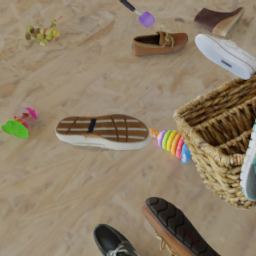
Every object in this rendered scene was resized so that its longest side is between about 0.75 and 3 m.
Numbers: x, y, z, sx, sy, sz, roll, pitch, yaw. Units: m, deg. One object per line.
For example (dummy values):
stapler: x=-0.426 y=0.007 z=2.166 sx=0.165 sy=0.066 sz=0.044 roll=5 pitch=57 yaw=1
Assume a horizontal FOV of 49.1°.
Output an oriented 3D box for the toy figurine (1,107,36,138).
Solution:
toy figurine: x=-3.186 y=-0.235 z=8.444 sx=0.955 sy=0.717 sz=0.879 roll=-2 pitch=41 yaw=27

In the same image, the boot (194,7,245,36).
boot: x=3.534 y=-4.346 z=10.769 sx=1.424 sy=0.619 sz=1.712 roll=36 pitch=69 yaw=17

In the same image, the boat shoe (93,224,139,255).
boat shoe: x=-0.119 y=2.924 z=6.448 sx=0.681 sy=0.642 sz=1.897 roll=-38 pitch=65 yaw=-19

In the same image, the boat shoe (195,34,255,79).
boat shoe: x=1.982 y=-1.515 z=5.620 sx=1.352 sy=0.497 sz=0.442 roll=41 pitch=82 yaw=11

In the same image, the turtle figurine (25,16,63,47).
turtle figurine: x=-3.052 y=-3.539 z=10.358 sx=1.299 sy=0.519 sz=1.610 roll=6 pitch=63 yaw=12

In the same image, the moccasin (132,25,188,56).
moccasin: x=1.135 y=-3.110 z=9.936 sx=2.042 sy=0.788 sz=0.747 roll=-5 pitch=59 yaw=-3

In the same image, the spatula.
spatula: x=0.247 y=-3.355 z=8.066 sx=0.394 sy=1.393 sz=0.143 roll=-32 pitch=58 yaw=33

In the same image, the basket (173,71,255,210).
basket: x=2.530 y=0.000 z=5.325 sx=2.659 sy=1.898 sz=1.981 roll=-26 pitch=98 yaw=-6

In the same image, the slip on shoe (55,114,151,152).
slip on shoe: x=-0.501 y=0.192 z=5.805 sx=2.085 sy=0.632 sz=0.793 roll=1 pitch=50 yaw=20

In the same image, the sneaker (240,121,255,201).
sneaker: x=1.760 y=0.376 z=3.452 sx=0.533 sy=0.454 sz=1.169 roll=18 pitch=97 yaw=38

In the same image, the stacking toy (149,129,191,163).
stacking toy: x=1.166 y=0.329 z=8.000 sx=1.453 sy=0.843 sz=0.797 roll=22 pitch=58 yaw=25

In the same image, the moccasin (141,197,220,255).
moccasin: x=0.960 y=2.094 z=5.177 sx=1.920 sy=0.741 sz=0.702 roll=42 pitch=37 yaw=7
